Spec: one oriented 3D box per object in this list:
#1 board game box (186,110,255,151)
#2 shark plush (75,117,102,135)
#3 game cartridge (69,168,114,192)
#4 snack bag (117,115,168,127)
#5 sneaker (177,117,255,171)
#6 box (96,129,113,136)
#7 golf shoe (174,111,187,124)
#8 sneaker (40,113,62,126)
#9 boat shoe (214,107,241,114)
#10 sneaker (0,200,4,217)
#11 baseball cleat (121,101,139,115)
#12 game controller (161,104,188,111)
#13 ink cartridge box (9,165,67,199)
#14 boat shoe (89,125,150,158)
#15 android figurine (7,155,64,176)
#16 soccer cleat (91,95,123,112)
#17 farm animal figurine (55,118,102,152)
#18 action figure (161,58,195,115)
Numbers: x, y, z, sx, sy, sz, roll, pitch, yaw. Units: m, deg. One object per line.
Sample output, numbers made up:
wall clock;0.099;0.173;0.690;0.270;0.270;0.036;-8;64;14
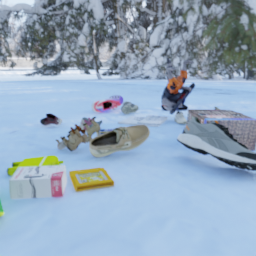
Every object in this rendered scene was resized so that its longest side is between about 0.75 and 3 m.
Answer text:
board game box;3.028;0.022;9.392;1.634;0.993;2.050;0;12;-5
shark plush;-1.367;-0.139;10.991;0.696;0.638;1.532;24;15;33
game cartridge;-0.857;1.145;6.384;0.858;0.158;0.973;-4;15;-20
snack bag;0.712;-0.364;12.958;1.958;0.210;1.846;5;14;20
sneaker;2.415;0.369;7.177;2.486;0.986;0.919;25;-3;41
box;-0.330;0.291;9.386;1.418;0.497;0.456;-3;11;-16
golf shoe;2.372;-0.470;12.713;0.429;0.532;1.095;0;14;-14
sneaker;-3.418;-0.416;11.942;1.146;0.434;0.662;-1;-28;24
boat shoe;3.638;-0.459;11.475;2.280;0.868;0.817;-4;41;6
sneaker;-2.676;1.131;5.056;0.676;0.763;1.825;-6;15;-30
baseball cleat;-0.095;-1.101;15.204;0.873;0.572;1.640;30;16;26
game controller;2.732;-1.216;16.482;1.538;0.324;0.802;-4;13;-13
ink cartridge box;-1.855;1.119;5.858;1.037;0.440;0.755;-3;13;-6
boat shoe;-0.220;0.294;8.023;1.863;0.672;0.605;-17;-28;-12
android figurine;-2.262;0.949;6.939;1.283;0.264;1.168;-6;13;-6
soccer cleat;-0.966;-1.360;15.984;0.868;0.809;2.371;5;17;42
farm animal figurine;-1.463;0.283;8.639;1.271;0.663;1.257;-13;24;52
action figure;2.262;-1.952;13.175;1.391;2.572;2.659;25;39;19
